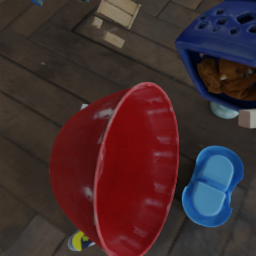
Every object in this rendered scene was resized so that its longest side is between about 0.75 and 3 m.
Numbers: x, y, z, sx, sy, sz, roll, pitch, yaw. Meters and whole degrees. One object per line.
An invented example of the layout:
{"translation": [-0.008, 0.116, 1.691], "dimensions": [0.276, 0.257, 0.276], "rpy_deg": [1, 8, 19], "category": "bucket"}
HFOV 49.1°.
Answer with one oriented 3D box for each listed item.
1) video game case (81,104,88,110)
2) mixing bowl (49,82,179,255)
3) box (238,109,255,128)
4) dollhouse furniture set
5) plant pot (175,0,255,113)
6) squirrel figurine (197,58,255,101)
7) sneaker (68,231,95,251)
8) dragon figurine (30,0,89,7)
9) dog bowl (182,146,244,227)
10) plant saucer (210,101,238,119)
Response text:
{"translation": [-0.258, 0.305, 6.320], "dimensions": [2.032, 1.455, 0.183], "rpy_deg": [22, 52, -11], "category": "video game case"}
{"translation": [-0.302, 0.638, 4.815], "dimensions": [1.499, 2.767, 2.767], "rpy_deg": [4, 58, 31], "category": "mixing bowl"}
{"translation": [2.391, -0.178, 4.870], "dimensions": [0.853, 0.351, 0.292], "rpy_deg": [-3, 98, -13], "category": "box"}
{"translation": [-0.213, -2.829, 6.534], "dimensions": [0.849, 0.725, 1.639], "rpy_deg": [23, 104, -17], "category": "dollhouse furniture set"}
{"translation": [2.884, -1.753, 6.466], "dimensions": [2.394, 2.394, 2.152], "rpy_deg": [32, 81, 40], "category": "plant pot"}
{"translation": [2.257, -1.212, 6.444], "dimensions": [1.397, 1.303, 0.988], "rpy_deg": [1, 84, 37], "category": "squirrel figurine"}
{"translation": [-0.746, 2.219, 5.838], "dimensions": [1.150, 0.473, 0.425], "rpy_deg": [-5, 64, -42], "category": "sneaker"}
{"translation": [-2.307, -3.875, 7.422], "dimensions": [0.865, 2.938, 1.460], "rpy_deg": [-14, 61, 28], "category": "dragon figurine"}
{"translation": [2.254, 1.592, 7.621], "dimensions": [1.275, 0.567, 2.288], "rpy_deg": [24, 64, 12], "category": "dog bowl"}
{"translation": [3.178, -0.754, 9.106], "dimensions": [0.958, 0.185, 0.958], "rpy_deg": [0, 62, 0], "category": "plant saucer"}
